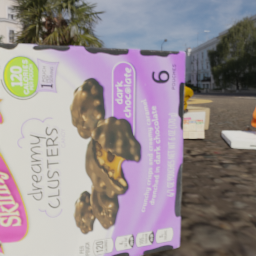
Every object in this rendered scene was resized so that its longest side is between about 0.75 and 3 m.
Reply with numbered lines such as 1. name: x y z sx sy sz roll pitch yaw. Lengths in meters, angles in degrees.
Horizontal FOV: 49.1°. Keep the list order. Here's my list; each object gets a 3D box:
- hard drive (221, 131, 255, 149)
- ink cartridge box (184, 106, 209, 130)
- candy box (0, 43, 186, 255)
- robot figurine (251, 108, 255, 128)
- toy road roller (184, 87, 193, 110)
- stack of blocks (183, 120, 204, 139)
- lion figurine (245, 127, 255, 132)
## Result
1. hard drive: 4.162 0.409 9.898 1.357 0.274 2.057 1 9 10
2. ink cartridge box: 1.897 -0.453 12.889 2.828 1.062 2.329 -4 11 -33
3. candy box: -0.852 0.322 3.265 2.869 2.407 1.026 -3 9 -19
4. robot figurine: 5.469 -0.175 9.268 2.463 1.772 1.436 19 26 28
5. toy road roller: 1.641 -1.232 10.254 1.067 1.267 1.736 34 -13 40
6. stack of blocks: 1.884 0.080 10.560 1.882 0.551 1.084 -1 13 13
7. lion figurine: 5.212 0.184 11.604 0.804 0.291 0.493 26 16 39
